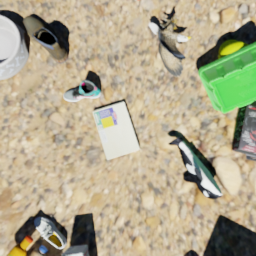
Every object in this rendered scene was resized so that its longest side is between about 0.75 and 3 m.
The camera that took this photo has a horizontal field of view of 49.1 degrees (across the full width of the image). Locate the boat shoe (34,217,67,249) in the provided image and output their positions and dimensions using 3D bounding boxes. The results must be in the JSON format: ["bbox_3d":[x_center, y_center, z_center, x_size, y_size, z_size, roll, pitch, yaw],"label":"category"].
[{"bbox_3d":[-2.780,3.704,9.798,1.434,0.611,0.530,44,83,7],"label":"boat shoe"}]

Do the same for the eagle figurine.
[{"bbox_3d":[1.594,-3.133,10.467,1.540,1.531,2.029,16,76,-33],"label":"eagle figurine"}]

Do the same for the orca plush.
[{"bbox_3d":[2.214,1.569,10.041,0.898,1.329,2.526,-43,81,21],"label":"orca plush"}]

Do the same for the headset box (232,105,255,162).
[{"bbox_3d":[4.781,0.271,10.362,1.435,0.724,1.931,14,80,2],"label":"headset box"}]

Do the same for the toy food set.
[{"bbox_3d":[-2.732,4.920,9.150,2.776,1.325,1.249,37,81,22],"label":"toy food set"}]

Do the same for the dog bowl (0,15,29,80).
[{"bbox_3d":[-5.263,-3.226,10.990,2.615,0.767,2.615,0,80,1],"label":"dog bowl"}]

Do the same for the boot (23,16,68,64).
[{"bbox_3d":[-3.300,-3.700,10.840,0.929,1.205,2.486,-44,83,-7],"label":"boot"}]

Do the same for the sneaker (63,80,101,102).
[{"bbox_3d":[-1.803,-1.376,10.556,1.455,0.878,0.608,-9,74,1],"label":"sneaker"}]

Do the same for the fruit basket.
[{"bbox_3d":[4.112,-2.069,10.257,2.989,2.989,2.156,-31,107,-5],"label":"fruit basket"}]

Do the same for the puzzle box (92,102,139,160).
[{"bbox_3d":[-0.466,0.104,10.637,1.297,0.248,1.950,-17,80,-3],"label":"puzzle box"}]

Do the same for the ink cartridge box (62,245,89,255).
[{"bbox_3d":[-1.654,4.893,9.269,0.698,1.228,1.685,-8,80,-1],"label":"ink cartridge box"}]
